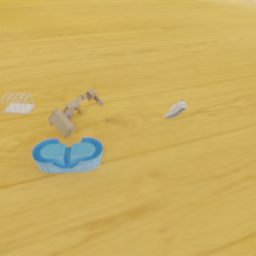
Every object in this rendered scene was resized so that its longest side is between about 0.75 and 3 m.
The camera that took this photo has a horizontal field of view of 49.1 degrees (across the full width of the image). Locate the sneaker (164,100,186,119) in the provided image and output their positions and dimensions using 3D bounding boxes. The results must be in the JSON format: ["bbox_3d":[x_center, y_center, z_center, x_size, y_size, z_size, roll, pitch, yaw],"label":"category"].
[{"bbox_3d":[1.636,-0.629,9.728,0.363,0.995,0.352,13,58,-35],"label":"sneaker"}]

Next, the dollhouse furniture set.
[{"bbox_3d":[-1.826,-0.468,9.917,0.887,1.039,2.004,48,45,-1],"label":"dollhouse furniture set"}]

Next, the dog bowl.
[{"bbox_3d":[-1.730,0.816,8.153,2.022,0.501,1.127,-3,34,-3],"label":"dog bowl"}]

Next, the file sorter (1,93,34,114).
[{"bbox_3d":[-4.226,-0.964,10.750,0.955,0.595,0.663,4,34,6],"label":"file sorter"}]
